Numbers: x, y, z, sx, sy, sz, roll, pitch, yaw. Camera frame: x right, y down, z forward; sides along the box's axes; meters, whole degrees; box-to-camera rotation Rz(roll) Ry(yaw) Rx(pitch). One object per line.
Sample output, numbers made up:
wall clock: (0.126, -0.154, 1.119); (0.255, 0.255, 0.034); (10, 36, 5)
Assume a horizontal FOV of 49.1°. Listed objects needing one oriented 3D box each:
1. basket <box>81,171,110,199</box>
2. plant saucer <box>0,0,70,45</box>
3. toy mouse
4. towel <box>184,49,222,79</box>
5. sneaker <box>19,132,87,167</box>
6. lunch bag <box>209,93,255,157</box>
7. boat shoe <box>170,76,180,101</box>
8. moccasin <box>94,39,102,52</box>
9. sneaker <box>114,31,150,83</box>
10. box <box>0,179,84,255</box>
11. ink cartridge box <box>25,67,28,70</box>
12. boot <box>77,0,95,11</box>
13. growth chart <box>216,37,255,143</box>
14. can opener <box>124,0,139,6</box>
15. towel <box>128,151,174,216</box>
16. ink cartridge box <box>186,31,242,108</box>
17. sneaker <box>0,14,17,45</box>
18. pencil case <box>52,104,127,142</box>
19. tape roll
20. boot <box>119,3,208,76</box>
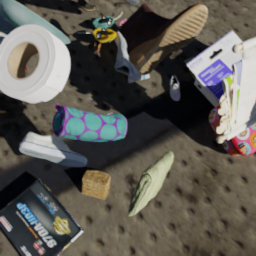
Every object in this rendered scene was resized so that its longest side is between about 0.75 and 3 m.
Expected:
basket: (-1.051, 1.840, 9.212); (0.877, 0.653, 0.626); (11, 31, 6)
plant saucer: (-2.898, -3.013, 8.238); (2.455, 2.455, 0.473); (30, 92, 14)
toy mouse: (-0.598, -4.287, 12.013); (2.499, 0.484, 2.221); (10, 48, 11)
towel: (3.331, -2.520, 11.370); (1.812, 0.331, 1.345); (-20, 66, -10)
sneaker: (-1.984, 0.553, 7.669); (1.857, 0.678, 0.658); (18, 61, -9)
lunch bag: (4.024, -0.422, 9.558); (2.445, 1.002, 2.154); (-33, 93, -16)
boat shoe: (1.803, -1.554, 10.876); (0.387, 0.344, 1.052); (-7, 64, -4)
moccasin: (-1.295, -3.646, 11.942); (0.300, 0.317, 0.821); (14, 64, 7)
sneaker: (-0.160, -2.850, 11.240); (1.099, 0.951, 2.536); (-26, 66, -7)
box: (-2.696, 2.926, 8.532); (1.726, 0.500, 2.172); (-41, 70, -18)
ink cartridge box: (-5.324, -3.154, 10.699); (2.569, 2.088, 0.733); (30, 67, 14)
boot: (-1.956, -5.729, 12.831); (0.868, 0.601, 0.336); (14, 64, 6)
growth chart: (3.128, -1.012, 7.195); (2.128, 2.940, 0.261); (-20, 39, -19)
can opener: (-0.752, -5.103, 9.888); (0.892, 2.668, 0.712); (-15, 70, 41)
towel: (0.494, 1.225, 6.028); (0.267, 1.462, 1.085); (34, 41, 22)
ink cartridge box: (3.917, -2.008, 10.700); (2.666, 0.584, 2.691); (-37, 83, -16)
sneaker: (-4.030, -2.940, 9.200); (0.913, 0.962, 2.390); (-28, 67, -38)
pencil case: (-0.897, -0.081, 6.691); (1.692, 0.720, 0.782); (7, 65, -35)
tape roll: (-2.345, -1.524, 6.828); (1.830, 0.640, 1.830); (-3, 81, 19)
boot: (0.850, -3.132, 8.380); (2.684, 0.971, 2.232); (-39, 55, 30)
